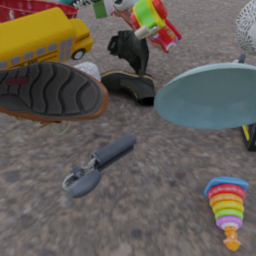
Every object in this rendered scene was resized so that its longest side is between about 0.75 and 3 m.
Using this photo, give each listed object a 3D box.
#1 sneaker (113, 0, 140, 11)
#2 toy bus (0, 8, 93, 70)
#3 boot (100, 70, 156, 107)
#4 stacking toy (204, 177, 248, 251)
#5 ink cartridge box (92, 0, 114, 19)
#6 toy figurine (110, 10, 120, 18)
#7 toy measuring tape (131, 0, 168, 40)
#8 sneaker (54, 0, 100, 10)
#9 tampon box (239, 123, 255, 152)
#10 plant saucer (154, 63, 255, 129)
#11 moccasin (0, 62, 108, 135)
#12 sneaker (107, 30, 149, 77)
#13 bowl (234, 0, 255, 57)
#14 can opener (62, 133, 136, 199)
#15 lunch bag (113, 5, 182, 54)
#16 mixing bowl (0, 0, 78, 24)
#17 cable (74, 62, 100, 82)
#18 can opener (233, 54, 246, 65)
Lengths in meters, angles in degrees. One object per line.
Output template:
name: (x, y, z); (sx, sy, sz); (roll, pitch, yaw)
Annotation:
sneaker: (0.017, -4.055, 8.880); (1.147, 0.419, 0.406); (-12, -6, 36)
toy bus: (-2.091, -1.836, 6.204); (2.741, 1.073, 0.892); (-30, 76, -26)
boot: (-0.066, -1.421, 10.555); (2.353, 0.911, 1.627); (-6, 42, -6)
stacking toy: (2.236, 1.947, 6.215); (0.891, 0.843, 1.536); (6, 48, 2)
ink cartridge box: (-1.071, -5.049, 10.330); (0.515, 1.737, 0.902); (-3, 36, 19)
toy figurine: (-0.428, -4.785, 11.573); (0.724, 0.787, 0.591); (8, 73, 49)
toy measuring tape: (0.355, -2.345, 5.881); (0.812, 0.812, 2.207); (9, 25, 12)
sneaker: (-1.428, -4.402, 9.170); (0.987, 2.469, 0.881); (44, 9, 3)
tampon box: (4.835, -0.347, 8.468); (2.487, 1.570, 1.864); (5, 37, 6)
plant saucer: (1.680, -0.616, 5.276); (2.380, 2.380, 0.458); (3, 67, 4)
moccasin: (-1.262, -0.402, 4.088); (2.335, 0.902, 0.854); (-1, 73, 29)
sneaker: (0.040, -2.190, 8.240); (1.064, 1.857, 0.710); (12, 73, 17)
bowl: (4.348, -2.950, 8.460); (1.991, 1.991, 0.934); (4, 35, 5)
can opener: (-0.453, 0.742, 5.405); (1.774, 0.473, 0.593); (-30, 63, -33)
lunch bag: (0.746, -3.888, 10.339); (1.044, 2.549, 2.245); (-48, 32, 11)
mixing bowl: (-2.628, -2.897, 8.093); (2.284, 1.237, 2.284); (8, 29, -4)
cable: (-1.993, -1.668, 10.400); (2.064, 0.714, 2.064); (-17, 34, 21)
can opener: (4.656, -2.740, 12.393); (0.547, 0.686, 2.052); (26, 44, 30)
